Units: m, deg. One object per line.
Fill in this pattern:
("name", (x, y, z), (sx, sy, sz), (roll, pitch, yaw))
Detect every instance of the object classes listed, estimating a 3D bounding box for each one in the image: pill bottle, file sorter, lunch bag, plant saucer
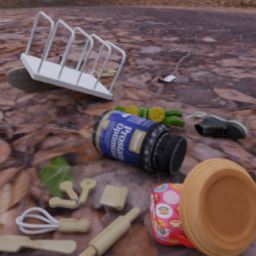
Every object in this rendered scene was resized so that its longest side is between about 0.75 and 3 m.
("pill bottle", (0.268, 0.350, 6.737), (2.108, 1.179, 1.179), (18, 33, 30))
("file sorter", (-1.895, -2.538, 10.029), (2.985, 1.859, 2.071), (12, 24, -38))
("lunch bag", (1.133, 1.596, 5.048), (1.431, 0.586, 1.260), (1, 30, 0))
("plant saucer", (1.559, 1.273, 4.487), (1.574, 1.574, 0.295), (-13, -6, -23))

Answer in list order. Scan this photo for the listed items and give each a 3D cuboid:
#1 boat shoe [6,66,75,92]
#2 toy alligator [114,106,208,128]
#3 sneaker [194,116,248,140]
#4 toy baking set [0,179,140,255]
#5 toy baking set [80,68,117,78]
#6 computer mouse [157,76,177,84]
("boat shoe", (-3.555, -2.114, 11.567), (2.817, 1.067, 1.011), (-6, 24, -30))
("toy alligator", (0.926, -0.222, 8.316), (2.778, 0.667, 0.921), (5, -3, 10))
("sneaker", (2.607, 0.105, 7.980), (0.757, 0.533, 1.425), (-22, 26, -26))
("toy baking set", (-1.006, 1.735, 5.192), (1.872, 0.284, 2.439), (16, 32, 33))
("toy baking set", (-1.377, -2.584, 13.224), (1.695, 0.197, 1.301), (-7, 26, -13))
("computer mouse", (1.774, -2.147, 12.358), (0.949, 0.208, 0.521), (-24, 35, -36))
